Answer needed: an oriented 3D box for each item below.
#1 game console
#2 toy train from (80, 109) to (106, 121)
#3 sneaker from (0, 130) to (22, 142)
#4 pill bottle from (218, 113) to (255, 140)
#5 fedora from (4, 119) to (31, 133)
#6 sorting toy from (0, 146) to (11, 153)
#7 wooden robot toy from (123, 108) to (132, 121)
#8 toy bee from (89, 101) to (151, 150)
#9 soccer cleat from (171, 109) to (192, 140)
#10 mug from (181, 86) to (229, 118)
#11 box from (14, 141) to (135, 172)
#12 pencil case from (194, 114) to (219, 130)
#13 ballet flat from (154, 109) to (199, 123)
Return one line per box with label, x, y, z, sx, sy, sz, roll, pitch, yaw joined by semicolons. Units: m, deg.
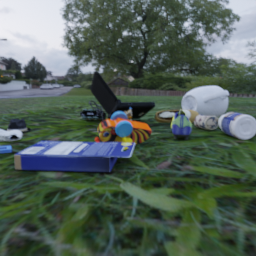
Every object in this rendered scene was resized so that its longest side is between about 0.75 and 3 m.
game console;-0.327;-1.284;11.826;2.317;1.533;2.634;-3;-8;-11
toy train;-1.591;-0.575;12.791;1.209;0.515;0.689;2;-11;28
sneaker;-3.435;0.232;7.814;0.899;0.335;0.392;-6;17;-19
pill bottle;3.294;-0.095;8.608;0.726;0.726;1.308;-1;8;-6
fedora;-3.799;-0.087;9.573;0.964;0.440;0.964;-1;8;0
sorting toy;-3.914;0.451;6.228;2.444;0.333;1.376;-2;8;-9
wooden robot toy;-0.144;-0.236;10.737;1.409;0.639;0.621;-24;22;50
toy bee;-0.377;0.055;7.244;1.854;1.008;1.214;30;21;-12
soccer cleat;1.676;-0.182;8.729;0.646;0.836;1.999;4;10;8
mug;3.575;-1.205;12.743;1.832;1.543;2.090;-9;-10;-36
box;-0.948;0.539;5.556;2.110;0.342;1.278;0;8;6
pencil case;2.807;-0.222;10.038;0.559;0.487;1.251;-34;7;-2
ballet flat;1.951;-0.460;11.316;1.798;0.617;0.567;-4;-14;10
